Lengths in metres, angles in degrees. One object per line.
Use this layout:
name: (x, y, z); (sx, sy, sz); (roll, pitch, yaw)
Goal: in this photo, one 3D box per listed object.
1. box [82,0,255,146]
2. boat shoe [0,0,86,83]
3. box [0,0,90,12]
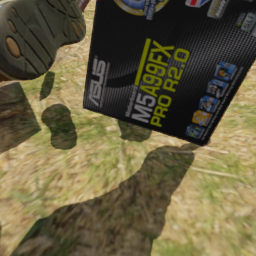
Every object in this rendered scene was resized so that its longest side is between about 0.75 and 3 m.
box: (0.595, -1.156, 4.027); (2.207, 2.755, 0.610); (18, 41, 1)
boat shoe: (-1.366, -1.382, 3.799); (0.982, 1.006, 2.659); (-13, 28, 18)
box: (-2.596, -3.580, 6.977); (2.677, 2.198, 2.221); (25, 81, 45)
